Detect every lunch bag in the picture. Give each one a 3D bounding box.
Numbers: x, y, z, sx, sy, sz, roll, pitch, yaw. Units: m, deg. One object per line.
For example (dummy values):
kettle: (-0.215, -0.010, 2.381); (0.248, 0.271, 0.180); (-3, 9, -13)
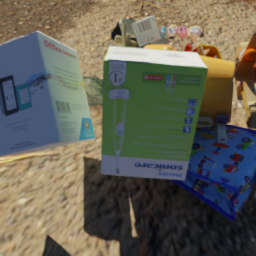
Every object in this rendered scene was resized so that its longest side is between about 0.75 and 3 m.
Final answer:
lunch bag: (-1.056, -1.095, 8.492); (1.225, 1.005, 0.720); (6, 78, 7)
lunch bag: (2.121, 0.747, 7.825); (2.860, 1.345, 2.153); (25, 54, 34)

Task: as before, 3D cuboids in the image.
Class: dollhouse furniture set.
dollhouse furniture set: (1.980, 0.152, 6.967); (0.954, 0.756, 0.677); (4, 57, 4)

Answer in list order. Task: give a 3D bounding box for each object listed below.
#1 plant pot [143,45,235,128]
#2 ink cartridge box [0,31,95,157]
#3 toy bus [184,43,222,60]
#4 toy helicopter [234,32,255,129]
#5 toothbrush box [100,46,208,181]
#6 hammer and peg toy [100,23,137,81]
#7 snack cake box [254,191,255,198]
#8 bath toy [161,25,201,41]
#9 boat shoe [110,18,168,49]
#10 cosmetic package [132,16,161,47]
plant pot: (1.674, -0.988, 7.847); (2.377, 2.596, 2.596); (4, 46, 18)
ink cartridge box: (-2.069, -0.673, 6.530); (1.696, 1.704, 2.322); (-13, 86, 18)
toy bus: (2.450, -2.011, 9.489); (0.855, 1.562, 1.656); (-2, 19, -20)
toy helicopter: (3.424, -1.317, 7.936); (1.159, 1.943, 2.938); (0, 55, 8)
toothbrush box: (0.447, -0.281, 6.337); (2.008, 2.757, 1.187); (4, 28, 0)
hammer and peg toy: (-0.202, -2.136, 8.683); (0.731, 2.074, 1.525); (13, 77, -21)
snack cake box: (3.475, 1.248, 6.950); (0.351, 1.044, 0.600); (19, 39, 26)
bath toy: (1.633, -2.923, 8.657); (1.211, 0.448, 0.527); (9, 66, 17)
boat shoe: (0.500, -3.545, 11.001); (2.621, 0.821, 0.959); (1, 73, -40)
cosmetic package: (0.540, -2.946, 8.540); (0.701, 0.702, 0.850); (-19, 19, 9)
